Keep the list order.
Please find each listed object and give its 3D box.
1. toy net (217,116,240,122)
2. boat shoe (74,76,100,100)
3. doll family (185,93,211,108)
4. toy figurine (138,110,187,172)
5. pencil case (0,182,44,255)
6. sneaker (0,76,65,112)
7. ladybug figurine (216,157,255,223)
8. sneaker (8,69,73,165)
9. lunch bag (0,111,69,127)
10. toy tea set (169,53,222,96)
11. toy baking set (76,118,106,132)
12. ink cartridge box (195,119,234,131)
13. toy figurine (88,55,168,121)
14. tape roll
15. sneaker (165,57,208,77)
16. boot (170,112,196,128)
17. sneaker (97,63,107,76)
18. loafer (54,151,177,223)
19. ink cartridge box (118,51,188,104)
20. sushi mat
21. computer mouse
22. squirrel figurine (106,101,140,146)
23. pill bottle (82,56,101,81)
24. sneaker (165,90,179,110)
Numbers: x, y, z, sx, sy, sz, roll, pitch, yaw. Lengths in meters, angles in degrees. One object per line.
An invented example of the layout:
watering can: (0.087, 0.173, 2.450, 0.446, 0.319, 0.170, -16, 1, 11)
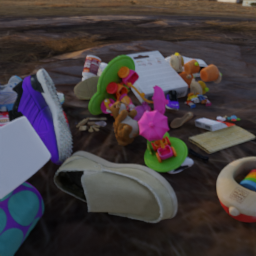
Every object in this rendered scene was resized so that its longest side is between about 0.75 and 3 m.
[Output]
toy net: (3.525, -0.284, 9.916, 0.781, 0.151, 0.409, -6, 30, -8)
boat shoe: (-1.053, -1.846, 12.170, 2.661, 0.957, 0.862, -26, -4, -13)
doll family: (2.795, -1.189, 11.256, 1.116, 0.503, 0.693, -6, 30, -14)
toy figurine: (0.734, 0.101, 7.213, 1.181, 1.448, 1.573, -22, 39, 3)
pencil case: (-2.488, 1.897, 4.518, 1.087, 1.180, 2.554, -16, 18, 24)
sneaker: (-3.912, -1.315, 10.617, 2.949, 1.278, 1.105, -3, 21, -13)
ladybug figurine: (2.696, 1.349, 6.036, 2.110, 0.759, 1.432, -23, 35, -37)
sneaker: (-2.360, -0.152, 7.284, 1.323, 0.925, 2.661, -21, 70, 0)
lunch bag: (-2.964, 0.027, 8.542, 2.230, 0.914, 1.964, -6, 25, -17)
toy tea set: (2.975, -2.280, 12.126, 1.050, 1.688, 2.838, -21, 33, -21)
toy baking set: (-1.235, -0.110, 9.605, 0.826, 0.125, 1.076, 17, 36, 20)
ink cartridge box: (2.907, -0.175, 9.395, 1.028, 0.293, 0.836, -17, 19, -23)
toy figurine: (0.176, -0.924, 9.686, 2.296, 2.494, 1.873, 37, -2, 28)
tape roll: (-2.878, 0.891, 5.245, 2.781, 0.973, 2.781, -31, 10, 6)
sneaker: (3.078, -3.288, 14.934, 2.418, 0.891, 1.398, 0, 24, -2)
boot: (1.903, -0.233, 9.573, 0.690, 0.830, 0.300, 7, 52, -60)
sneaker: (-1.205, -2.992, 14.614, 0.784, 0.744, 1.947, 4, 27, -12)
loafer: (-0.405, 1.323, 5.842, 2.983, 1.129, 1.019, 10, 29, 38)
ink cartridge box: (1.006, -2.258, 12.258, 2.189, 0.768, 2.693, -14, 48, -23)
sushi mat: (2.945, 0.322, 8.741, 1.959, 0.119, 0.937, -14, 31, -25)
computer mouse: (1.497, 0.872, 7.498, 1.276, 0.280, 0.699, -17, 33, -30)
squirrel figurine: (-0.191, -0.146, 8.314, 0.871, 1.231, 1.149, -22, 61, -33)
pill bottle: (-1.737, -2.659, 13.035, 0.686, 1.253, 0.686, 13, -6, 1)
sneaker: (1.709, -1.135, 10.885, 0.451, 0.645, 1.298, 7, 24, -5)
